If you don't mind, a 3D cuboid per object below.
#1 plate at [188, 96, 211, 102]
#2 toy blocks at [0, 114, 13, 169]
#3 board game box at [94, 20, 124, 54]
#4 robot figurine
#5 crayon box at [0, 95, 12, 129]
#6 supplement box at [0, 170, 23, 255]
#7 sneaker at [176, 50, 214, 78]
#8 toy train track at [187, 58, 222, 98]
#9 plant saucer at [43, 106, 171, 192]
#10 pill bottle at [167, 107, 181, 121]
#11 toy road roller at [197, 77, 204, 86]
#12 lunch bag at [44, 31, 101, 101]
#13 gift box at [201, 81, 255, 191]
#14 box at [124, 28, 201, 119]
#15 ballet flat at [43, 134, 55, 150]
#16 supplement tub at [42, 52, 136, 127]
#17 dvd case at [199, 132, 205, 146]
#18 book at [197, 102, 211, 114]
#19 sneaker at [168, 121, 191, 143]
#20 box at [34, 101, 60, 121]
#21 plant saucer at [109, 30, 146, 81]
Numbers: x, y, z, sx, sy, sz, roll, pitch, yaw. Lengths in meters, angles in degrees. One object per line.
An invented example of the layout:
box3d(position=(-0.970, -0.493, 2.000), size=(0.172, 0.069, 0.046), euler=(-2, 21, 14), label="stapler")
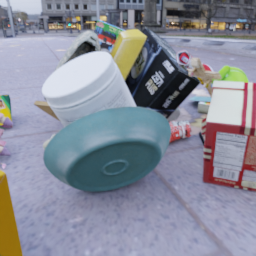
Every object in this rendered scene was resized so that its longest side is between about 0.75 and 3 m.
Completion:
box3d(position=(3.824, -1.386, 13.478), size=(1.787, 0.228, 1.787), euler=(4, 8, -1), label="plate")
box3d(position=(-4.304, 0.541, 8.684), size=(1.416, 1.682, 1.572), euler=(28, 30, -19), label="toy blocks")
box3d(position=(-0.857, -3.236, 13.119), size=(2.157, 2.851, 0.522), euler=(24, 21, 8), label="board game box")
box3d(position=(3.737, -1.320, 10.120), size=(1.248, 1.893, 2.158), euler=(-20, 40, 29), label="robot figurine")
box3d(position=(-5.374, -0.586, 10.917), size=(1.497, 1.291, 0.436), euler=(-7, -20, -15), label="crayon box")
box3d(position=(-3.037, 1.614, 4.398), size=(2.314, 2.283, 1.537), euler=(17, 29, 35), label="supplement box")
box3d(position=(2.098, -2.037, 9.009), size=(0.757, 0.479, 1.345), euler=(12, 26, -51), label="sneaker")
box3d(position=(2.362, -1.211, 8.479), size=(0.340, 2.091, 1.200), euler=(-50, 36, -13), label="toy train track")
box3d(position=(-0.350, 0.715, 6.370), size=(2.994, 2.994, 0.538), euler=(-7, 54, -17), label="plant saucer")
box3d(position=(1.479, -1.090, 11.534), size=(0.931, 0.931, 1.660), euler=(-5, 51, -12), label="pill bottle")
box3d(position=(3.130, -1.901, 11.685), size=(0.795, 0.580, 0.488), euler=(-31, -14, 22), label="toy road roller")
box3d(position=(-1.758, -2.206, 10.339), size=(1.574, 2.678, 2.196), euler=(26, 22, -17), label="lunch bag")
box3d(position=(3.157, 0.225, 7.703), size=(2.393, 2.593, 2.421), euler=(11, 40, 17), label="gift box")
box3d(position=(0.879, -1.870, 10.542), size=(1.263, 2.401, 2.932), euler=(17, 35, -40), label="box")
box3d(position=(-1.958, 0.352, 8.942), size=(0.785, 0.785, 2.259), euler=(6, 15, 14), label="ballet flat")
box3d(position=(-0.680, -0.262, 7.401), size=(1.927, 2.921, 1.927), euler=(-18, 36, 14), label="supplement tub")
box3d(position=(3.226, 0.572, 9.537), size=(1.304, 0.160, 1.827), euler=(1, 24, 2), label="dvd case")
box3d(position=(4.230, -0.905, 12.674), size=(1.890, 0.454, 1.262), euler=(11, 23, 24), label="book")
box3d(position=(1.638, 0.172, 9.774), size=(0.986, 0.614, 1.840), euler=(0, 18, 24), label="sneaker")
box3d(position=(-2.242, -0.463, 9.882), size=(1.844, 1.507, 0.196), euler=(8, 67, 40), label="box")
box3d(position=(-0.403, -2.491, 10.646), size=(0.663, 2.737, 2.736), euler=(24, 20, -16), label="plant saucer")
